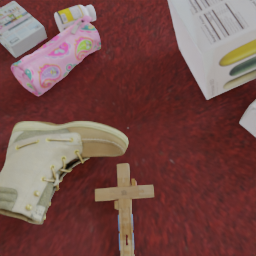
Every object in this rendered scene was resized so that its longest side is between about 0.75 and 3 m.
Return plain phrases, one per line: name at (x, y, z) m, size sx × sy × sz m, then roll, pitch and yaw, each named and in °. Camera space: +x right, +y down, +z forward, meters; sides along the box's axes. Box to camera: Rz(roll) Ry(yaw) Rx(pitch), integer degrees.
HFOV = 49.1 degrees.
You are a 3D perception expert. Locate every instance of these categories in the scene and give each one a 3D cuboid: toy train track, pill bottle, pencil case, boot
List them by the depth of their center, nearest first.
boot at (-1.470, 0.936, 5.935) m, size 2.791 × 1.006 × 2.158 m, roll 2°, pitch 55°, yaw 11°
toy train track at (-0.041, 1.892, 6.007) m, size 1.271 × 0.361 × 2.216 m, roll -5°, pitch 70°, yaw 6°
pencil case at (-1.868, -1.979, 7.599) m, size 1.108 × 1.108 × 2.533 m, roll 39°, pitch 70°, yaw 18°
pill bottle at (-1.591, -3.340, 8.527) m, size 1.155 × 0.647 × 0.647 m, roll -23°, pitch 65°, yaw -12°

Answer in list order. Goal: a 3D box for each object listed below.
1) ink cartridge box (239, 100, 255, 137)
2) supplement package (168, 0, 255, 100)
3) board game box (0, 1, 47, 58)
ink cartridge box at (4.097, -0.414, 6.882) m, size 2.156 × 0.899 × 1.566 m, roll -38°, pitch 69°, yaw -18°
supplement package at (2.723, -2.479, 6.863) m, size 2.719 × 2.063 × 2.048 m, roll -24°, pitch 62°, yaw 8°
board game box at (-3.414, -3.004, 8.445) m, size 1.153 × 0.502 × 1.563 m, roll -40°, pitch 71°, yaw -19°
